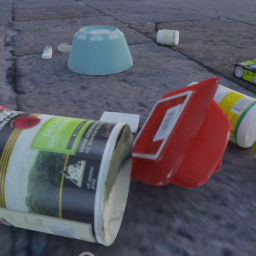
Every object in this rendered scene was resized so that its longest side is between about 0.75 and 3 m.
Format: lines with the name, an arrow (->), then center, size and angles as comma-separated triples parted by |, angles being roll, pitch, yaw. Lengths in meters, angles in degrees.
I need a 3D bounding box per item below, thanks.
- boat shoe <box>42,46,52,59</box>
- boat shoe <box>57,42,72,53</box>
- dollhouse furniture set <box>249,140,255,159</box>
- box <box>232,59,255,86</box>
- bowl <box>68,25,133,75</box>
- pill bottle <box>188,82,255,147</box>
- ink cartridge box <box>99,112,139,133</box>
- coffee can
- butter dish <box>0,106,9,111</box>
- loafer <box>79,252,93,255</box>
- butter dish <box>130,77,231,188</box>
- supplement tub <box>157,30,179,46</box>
boat shoe -> -3.569, -3.330, 12.302 | 0.396, 0.359, 1.077 | -4, 32, -7
boat shoe -> -2.783, -3.739, 12.935 | 1.065, 0.399, 0.329 | -19, 38, -31
dollhouse furniture set -> 3.484, 1.076, 5.003 | 1.565, 1.199, 2.390 | -21, 59, -8
box -> 5.303, -1.977, 9.951 | 2.365, 0.523, 1.894 | -16, 35, -24
bowl -> -1.143, -3.215, 11.149 | 2.661, 1.392, 2.661 | -1, 31, 1
pill bottle -> 2.274, -0.428, 6.845 | 1.104, 1.104, 1.957 | -23, 40, -32
ink cartridge box -> -0.247, -0.093, 7.153 | 0.975, 0.215, 0.993 | 7, 30, 7
coffee can -> -1.313, 0.679, 4.425 | 2.477, 1.813, 1.813 | 7, 32, 10
butter dish -> -3.363, -0.256, 6.504 | 1.340, 0.993, 1.344 | 13, 18, 23
loafer -> -0.635, 2.276, 2.965 | 0.688, 0.602, 1.914 | 2, 32, 3
butter dish -> 1.093, 0.341, 5.174 | 1.494, 2.021, 2.015 | 34, -14, -15
supplement tub -> 1.973, -4.476, 13.839 | 0.959, 0.695, 0.695 | 12, 34, 18
